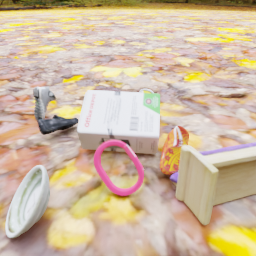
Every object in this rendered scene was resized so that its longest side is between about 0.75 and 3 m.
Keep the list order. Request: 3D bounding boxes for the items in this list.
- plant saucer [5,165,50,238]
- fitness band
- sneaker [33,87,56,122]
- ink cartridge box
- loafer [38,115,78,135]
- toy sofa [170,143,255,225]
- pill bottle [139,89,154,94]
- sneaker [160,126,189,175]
[{"bbox_3d":[-1.527,1.173,4.443,0.290,1.155,1.155,31,12,-30],"label":"plant saucer"},{"bbox_3d":[-0.169,0.723,5.118,0.752,1.047,0.196,-33,0,6],"label":"fitness band"},{"bbox_3d":[-2.233,-0.640,7.671,0.388,1.034,0.597,24,29,35],"label":"sneaker"},{"bbox_3d":[-0.163,-0.157,6.422,1.735,0.729,1.266,4,54,4],"label":"ink cartridge box"},{"bbox_3d":[-1.761,-0.149,7.155,0.399,0.412,1.175,-28,-6,39],"label":"loafer"},{"bbox_3d":[2.104,0.663,5.081,2.562,1.061,1.250,-8,28,-18],"label":"toy sofa"},{"bbox_3d":[0.396,-0.605,7.483,0.463,0.463,0.831,11,58,20],"label":"pill bottle"},{"bbox_3d":[0.954,0.532,5.958,0.521,0.551,1.429,37,39,-2],"label":"sneaker"}]
